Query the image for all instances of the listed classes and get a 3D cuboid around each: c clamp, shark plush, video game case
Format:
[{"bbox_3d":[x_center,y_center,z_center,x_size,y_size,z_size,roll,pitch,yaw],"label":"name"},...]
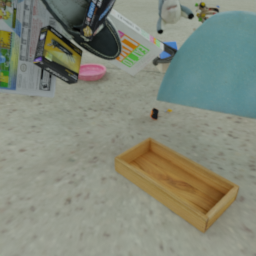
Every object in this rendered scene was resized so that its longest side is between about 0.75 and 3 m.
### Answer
[{"bbox_3d":[0.662,-3.022,10.893,2.594,0.351,2.216,33,44,26],"label":"c clamp"},{"bbox_3d":[1.421,-4.349,9.529,1.262,1.157,2.778,-16,37,21],"label":"shark plush"},{"bbox_3d":[-3.037,-2.255,7.376,2.473,2.713,0.298,3,13,-33],"label":"video game case"}]

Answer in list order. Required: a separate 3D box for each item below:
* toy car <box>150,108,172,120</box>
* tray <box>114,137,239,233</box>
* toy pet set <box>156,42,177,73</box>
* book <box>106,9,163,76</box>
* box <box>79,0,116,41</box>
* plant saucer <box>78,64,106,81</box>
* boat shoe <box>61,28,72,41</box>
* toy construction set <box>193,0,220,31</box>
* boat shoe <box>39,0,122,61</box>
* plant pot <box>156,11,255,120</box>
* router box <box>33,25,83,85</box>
[{"bbox_3d":[1.124,-0.443,9.810,0.875,0.429,0.291,3,-16,-27],"label":"toy car"},{"bbox_3d":[1.078,1.230,6.846,1.349,0.506,2.735,-27,42,-36],"label":"tray"},{"bbox_3d":[2.494,-3.587,13.601,2.359,1.342,2.526,-6,33,-9],"label":"toy pet set"},{"bbox_3d":[-0.238,-2.765,9.045,2.373,1.585,0.570,23,55,-32],"label":"book"},{"bbox_3d":[-0.446,-2.514,5.427,0.306,1.224,1.233,28,52,-6],"label":"box"},{"bbox_3d":[-1.755,-2.529,12.838,1.499,0.380,1.499,0,32,0],"label":"plant saucer"},{"bbox_3d":[-2.055,-3.533,9.487,0.964,2.708,0.945,45,29,24],"label":"boat shoe"},{"bbox_3d":[2.430,-3.696,9.279,0.777,1.011,0.843,22,10,-10],"label":"toy construction set"},{"bbox_3d":[-1.172,-2.611,6.742,1.119,2.960,0.893,-45,34,13],"label":"boat shoe"},{"bbox_3d":[2.152,-1.225,5.770,2.823,1.901,2.823,11,6,-1],"label":"plant pot"},{"bbox_3d":[-1.730,-1.803,7.082,0.326,0.980,1.247,-4,-18,33],"label":"router box"}]
